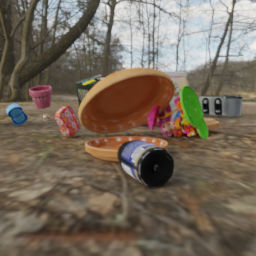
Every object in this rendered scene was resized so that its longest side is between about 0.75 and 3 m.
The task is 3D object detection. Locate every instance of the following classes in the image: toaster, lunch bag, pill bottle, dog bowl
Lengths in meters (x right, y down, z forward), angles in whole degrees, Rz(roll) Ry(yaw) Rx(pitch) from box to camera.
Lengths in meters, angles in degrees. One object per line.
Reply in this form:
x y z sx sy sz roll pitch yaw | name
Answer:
5.550 -1.326 16.698 2.130 1.264 1.926 -5 9 -37 | toaster
-1.819 -0.216 8.522 0.348 0.849 0.748 -10 28 26 | lunch bag
0.210 0.502 4.333 0.584 0.584 1.045 -3 8 -22 | pill bottle
-4.563 -0.555 11.457 0.633 0.282 1.137 -34 -27 -15 | dog bowl

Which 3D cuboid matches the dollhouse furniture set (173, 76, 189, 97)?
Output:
1.179 -1.033 11.237 2.755 1.220 1.428 -16 2 18 | dollhouse furniture set

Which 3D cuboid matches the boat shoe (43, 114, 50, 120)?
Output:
-4.193 -0.544 14.359 0.312 0.274 0.876 -1 8 -24 | boat shoe

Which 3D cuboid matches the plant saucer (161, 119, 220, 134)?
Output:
2.062 -0.088 9.440 1.944 0.314 1.944 -6 4 0 | plant saucer

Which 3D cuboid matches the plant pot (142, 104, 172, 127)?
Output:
1.004 -0.624 11.582 1.137 1.270 1.270 -15 -5 41 | plant pot

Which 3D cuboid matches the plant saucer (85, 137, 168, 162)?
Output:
-0.034 0.446 6.089 1.775 0.286 1.775 0 6 0 | plant saucer

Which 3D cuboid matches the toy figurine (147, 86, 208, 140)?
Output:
1.314 -0.224 8.153 1.492 1.621 1.217 -19 17 36 | toy figurine

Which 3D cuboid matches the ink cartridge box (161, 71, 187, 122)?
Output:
1.649 -1.525 13.619 1.749 2.375 1.718 -4 8 -30 | ink cartridge box

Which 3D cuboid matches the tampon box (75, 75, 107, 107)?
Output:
-1.150 -1.766 15.285 2.707 1.709 2.029 12 28 36 | tampon box

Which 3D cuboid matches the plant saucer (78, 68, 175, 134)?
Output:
-0.065 -0.761 7.927 2.802 0.524 2.802 -17 -26 -9 | plant saucer

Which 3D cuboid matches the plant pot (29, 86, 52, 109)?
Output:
-3.656 -1.274 11.857 0.917 0.821 0.917 -2 24 1 | plant pot
